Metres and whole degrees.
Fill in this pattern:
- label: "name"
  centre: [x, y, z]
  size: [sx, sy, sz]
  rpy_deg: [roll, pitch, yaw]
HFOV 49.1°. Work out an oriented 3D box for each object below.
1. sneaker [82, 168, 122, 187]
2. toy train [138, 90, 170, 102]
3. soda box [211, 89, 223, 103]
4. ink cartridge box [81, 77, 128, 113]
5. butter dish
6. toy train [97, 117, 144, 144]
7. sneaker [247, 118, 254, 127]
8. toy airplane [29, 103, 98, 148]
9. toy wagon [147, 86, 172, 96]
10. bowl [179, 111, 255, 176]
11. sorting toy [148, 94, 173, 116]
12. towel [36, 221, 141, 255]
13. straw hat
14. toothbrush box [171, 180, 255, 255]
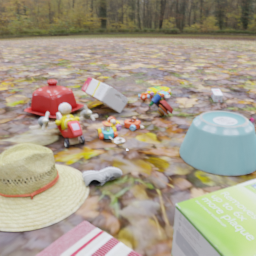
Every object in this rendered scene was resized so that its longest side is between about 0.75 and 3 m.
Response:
- label: "sneaker"
  centre: [-0.644, 1.311, 7.153]
  size: [1.030, 0.385, 0.422]
  rpy_deg: [-8, 42, -11]
- label: "toy train"
  centre: [1.311, -1.511, 13.764]
  size: [1.531, 0.426, 1.150]
  rpy_deg: [3, 27, 10]
- label: "soda box"
  centre: [4.428, -1.627, 14.029]
  size: [0.399, 0.373, 1.173]
  rpy_deg: [3, 22, 7]
- label: "ink cartridge box"
  centre: [-1.044, -1.454, 12.294]
  size: [1.277, 0.734, 1.760]
  rpy_deg: [31, 0, -44]
- label: "butter dish"
  centre: [-3.182, -1.333, 11.936]
  size: [1.952, 1.443, 1.947]
  rpy_deg: [14, 27, 28]
- label: "toy train"
  centre: [-0.302, -0.066, 10.112]
  size: [1.397, 0.517, 1.860]
  rpy_deg: [9, 24, 22]
- label: "sneaker"
  centre: [4.193, -0.207, 10.598]
  size: [1.076, 0.402, 0.434]
  rpy_deg: [2, 23, 7]
- label: "toy airplane"
  centre: [-2.128, -0.245, 9.531]
  size: [1.830, 1.297, 1.838]
  rpy_deg: [5, 23, 14]
- label: "toy wagon"
  centre: [1.478, -1.878, 14.713]
  size: [1.546, 0.306, 1.199]
  rpy_deg: [-12, 25, -27]
- label: "bowl"
  centre: [2.759, 0.280, 8.359]
  size: [2.382, 1.246, 2.382]
  rpy_deg: [-1, 22, 0]
- label: "sorting toy"
  centre: [1.301, -0.939, 11.888]
  size: [0.606, 0.887, 1.476]
  rpy_deg: [-44, 27, 5]
- label: "towel"
  centre: [-0.537, 2.366, 4.726]
  size: [1.891, 0.215, 1.362]
  rpy_deg: [18, 27, 33]
- label: "straw hat"
  centre: [-2.388, 1.044, 6.571]
  size: [2.871, 1.215, 2.871]
  rpy_deg: [0, 22, 0]
- label: "toothbrush box"
  centre: [2.434, 1.905, 4.504]
  size: [2.818, 1.213, 2.052]
  rpy_deg: [-8, 24, -22]
